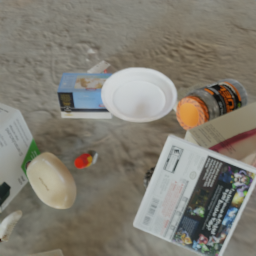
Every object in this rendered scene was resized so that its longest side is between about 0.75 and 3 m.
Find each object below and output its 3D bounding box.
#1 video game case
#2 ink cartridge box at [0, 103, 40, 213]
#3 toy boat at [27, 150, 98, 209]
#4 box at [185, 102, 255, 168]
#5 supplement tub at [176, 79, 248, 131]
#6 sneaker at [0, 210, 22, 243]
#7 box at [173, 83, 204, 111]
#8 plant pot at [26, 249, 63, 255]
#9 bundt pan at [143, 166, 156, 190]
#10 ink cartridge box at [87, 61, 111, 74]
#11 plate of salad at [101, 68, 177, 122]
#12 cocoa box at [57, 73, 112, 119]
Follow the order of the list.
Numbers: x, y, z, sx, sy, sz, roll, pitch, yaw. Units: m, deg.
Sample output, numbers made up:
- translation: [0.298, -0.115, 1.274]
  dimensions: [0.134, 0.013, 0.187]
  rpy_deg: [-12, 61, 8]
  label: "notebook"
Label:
- translation: [1.388, 1.485, 5.903]
  dimensions: [1.962, 2.159, 0.252]
  rpy_deg: [22, 9, 5]
  label: "video game case"
- translation: [-3.445, 1.037, 6.221]
  dimensions: [1.175, 2.074, 2.829]
  rpy_deg: [19, 53, 21]
  label: "ink cartridge box"
- translation: [-1.461, 1.080, 6.555]
  dimensions: [1.693, 0.787, 1.423]
  rpy_deg: [-33, 87, 18]
  label: "toy boat"
- translation: [2.642, 0.541, 7.077]
  dimensions: [2.305, 1.474, 1.256]
  rpy_deg: [-21, 52, -17]
  label: "box"
- translation: [2.383, -0.623, 8.000]
  dimensions: [2.005, 1.229, 1.229]
  rpy_deg: [-22, 52, -35]
  label: "supplement tub"
- translation: [-2.578, 2.197, 6.013]
  dimensions: [0.375, 0.323, 0.886]
  rpy_deg: [38, 75, 25]
  label: "sneaker"
- translation: [2.006, -0.947, 9.028]
  dimensions: [1.218, 0.474, 0.579]
  rpy_deg: [-23, 53, -19]
  label: "box"
- translation: [-1.797, 2.940, 5.218]
  dimensions: [1.291, 1.410, 1.410]
  rpy_deg: [-9, 49, -23]
  label: "plant pot"
- translation: [0.721, 1.226, 6.974]
  dimensions: [0.836, 0.314, 0.836]
  rpy_deg: [-26, 23, 12]
  label: "bundt pan"
- translation: [-1.036, -2.097, 10.184]
  dimensions: [0.440, 0.203, 0.807]
  rpy_deg: [34, 60, 26]
  label: "ink cartridge box"
- translation: [0.306, -0.918, 7.903]
  dimensions: [2.113, 2.113, 0.507]
  rpy_deg: [3, 50, 3]
  label: "plate of salad"
- translation: [-1.259, -0.995, 8.620]
  dimensions: [1.575, 1.034, 1.050]
  rpy_deg: [0, 43, 0]
  label: "cocoa box"
